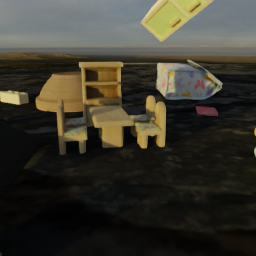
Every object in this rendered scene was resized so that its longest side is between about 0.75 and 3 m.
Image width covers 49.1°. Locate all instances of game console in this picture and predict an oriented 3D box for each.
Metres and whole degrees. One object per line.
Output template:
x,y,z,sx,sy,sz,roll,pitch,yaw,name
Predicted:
-3.591,0.677,5.951,2.436,1.612,2.770,-29,15,6,game console

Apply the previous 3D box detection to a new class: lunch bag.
2.957,-2.422,13.971,2.744,1.744,2.327,2,21,-7,lunch bag

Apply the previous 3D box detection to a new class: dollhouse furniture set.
-0.601,-0.748,7.767,2.591,1.964,2.957,-3,17,-11,dollhouse furniture set

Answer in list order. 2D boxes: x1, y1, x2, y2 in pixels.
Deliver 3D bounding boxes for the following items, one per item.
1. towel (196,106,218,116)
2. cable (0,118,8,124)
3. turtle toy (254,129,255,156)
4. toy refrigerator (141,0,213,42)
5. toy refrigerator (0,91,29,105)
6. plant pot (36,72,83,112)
2.998,-0.639,10.724,0.762,0.118,1.054,5,19,8,towel
-4.401,-0.243,9.140,0.773,0.241,0.947,-12,20,-37,cable
3.120,0.554,5.379,1.120,0.777,1.537,20,8,-24,turtle toy
1.433,-3.560,8.162,0.948,0.873,2.497,38,-22,-15,toy refrigerator
-5.164,-1.400,12.686,1.349,0.472,0.512,10,19,32,toy refrigerator
-2.441,-1.634,11.939,2.949,1.361,2.949,-1,16,0,plant pot
